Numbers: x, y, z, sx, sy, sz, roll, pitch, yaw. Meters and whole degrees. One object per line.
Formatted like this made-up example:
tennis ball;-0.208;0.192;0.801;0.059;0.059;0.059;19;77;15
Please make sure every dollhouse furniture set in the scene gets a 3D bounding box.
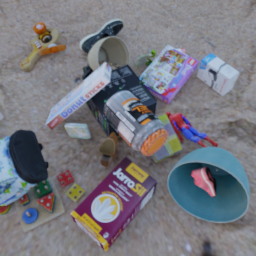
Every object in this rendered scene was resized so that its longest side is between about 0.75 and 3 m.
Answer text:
dollhouse furniture set;0.616;-2.968;11.976;1.013;0.664;0.508;-31;61;-31

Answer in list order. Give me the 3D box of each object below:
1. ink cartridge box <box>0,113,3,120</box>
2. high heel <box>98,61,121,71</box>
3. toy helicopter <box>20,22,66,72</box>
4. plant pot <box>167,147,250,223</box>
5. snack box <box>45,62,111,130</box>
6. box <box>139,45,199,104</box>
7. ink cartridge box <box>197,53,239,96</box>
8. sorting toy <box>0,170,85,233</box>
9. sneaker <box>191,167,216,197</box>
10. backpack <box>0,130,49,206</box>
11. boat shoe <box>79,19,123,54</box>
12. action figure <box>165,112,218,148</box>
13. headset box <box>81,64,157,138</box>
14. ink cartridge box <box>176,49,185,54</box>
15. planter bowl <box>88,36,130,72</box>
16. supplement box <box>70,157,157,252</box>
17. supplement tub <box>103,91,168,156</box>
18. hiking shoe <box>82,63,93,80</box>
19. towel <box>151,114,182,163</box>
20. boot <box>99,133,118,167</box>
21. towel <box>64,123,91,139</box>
ink cartridge box;-5.392;-0.549;10.678;1.005;0.430;0.742;38;64;21
high heel;-0.790;-2.436;11.508;1.196;0.427;0.853;-8;34;-24
toy helicopter;-3.826;-3.412;12.374;1.595;0.951;2.411;26;73;20
plant pot;2.524;1.469;8.461;2.284;2.284;1.538;24;41;15
snack box;-1.749;-1.072;9.716;2.907;0.353;1.045;-36;30;24
box;1.643;-2.244;11.575;1.554;0.444;2.272;34;71;18
ink cartridge box;3.600;-2.156;11.363;0.600;1.041;1.434;-35;63;-21
sorting toy;-2.758;2.263;8.750;2.736;0.463;1.319;-24;58;-14
sneaker;2.309;1.640;8.499;0.565;1.303;0.480;-11;40;29
backpack;-3.637;1.347;8.280;1.704;2.217;1.808;7;48;-47
boat shoe;-1.027;-4.079;12.738;2.393;0.894;0.793;-35;66;-21
action figure;2.150;0.119;10.172;0.749;0.591;2.288;-29;56;-24
headset box;-0.315;-0.972;10.548;2.054;1.094;2.359;-26;60;-17
ink cartridge box;2.027;-3.177;12.408;0.960;0.324;0.559;1;67;4
planter bowl;-0.941;-2.839;11.591;1.162;1.726;1.726;11;51;45
supplement box;-0.370;2.247;8.451;1.325;1.028;2.400;36;63;19
supplement tub;0.228;-0.127;8.463;1.184;1.184;1.932;-35;63;-21
hiking shoe;-1.791;-2.393;11.969;0.426;0.321;0.847;20;64;24
towel;1.137;0.349;9.731;1.077;0.171;1.500;-22;75;1
boot;-0.564;0.530;9.373;0.526;1.373;1.066;13;46;8
towel;-1.797;0.120;10.018;0.835;0.715;0.201;3;55;10
